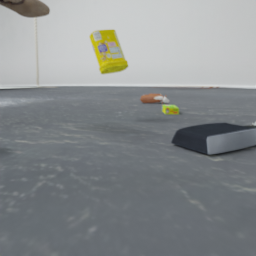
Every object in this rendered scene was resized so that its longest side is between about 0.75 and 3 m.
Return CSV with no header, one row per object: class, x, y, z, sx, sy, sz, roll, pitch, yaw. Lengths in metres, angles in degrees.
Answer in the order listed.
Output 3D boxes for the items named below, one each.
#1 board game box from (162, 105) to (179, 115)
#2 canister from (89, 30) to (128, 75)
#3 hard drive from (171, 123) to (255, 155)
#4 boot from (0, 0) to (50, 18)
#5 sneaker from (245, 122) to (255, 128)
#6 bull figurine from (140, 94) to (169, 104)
board game box,2.136,-0.933,14.270,0.667,0.313,1.313,0,11,0
canister,-0.820,-3.189,11.697,1.250,1.683,0.728,-15,-8,-30
hard drive,2.520,0.235,7.866,2.283,0.483,1.540,-7,13,-32
boot,-3.740,-4.370,9.646,2.126,0.747,1.554,3,10,-20
sneaker,4.532,-0.169,9.186,1.828,0.809,0.677,-3,13,-10
bull figurine,1.764,-1.972,18.764,1.949,0.635,1.183,2,10,6
